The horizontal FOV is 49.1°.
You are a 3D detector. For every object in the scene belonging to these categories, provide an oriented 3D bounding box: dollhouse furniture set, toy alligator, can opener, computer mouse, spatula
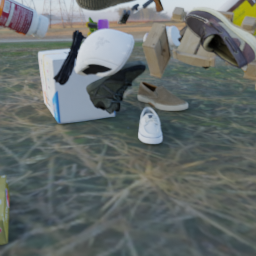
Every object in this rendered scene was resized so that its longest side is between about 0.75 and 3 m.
[{"bbox_3d":[2.024,-1.951,7.086,2.837,1.256,1.471,18,71,23],"label":"dollhouse furniture set"},{"bbox_3d":[-1.416,-3.897,11.861,0.381,1.587,0.526,0,14,37],"label":"toy alligator"},{"bbox_3d":[-0.193,-4.957,12.399,0.375,0.470,1.406,1,-2,-12],"label":"can opener"},{"bbox_3d":[-0.493,-0.951,3.486,0.341,0.853,1.555,33,-13,-33],"label":"computer mouse"},{"bbox_3d":[-0.610,-1.981,5.479,0.107,0.295,1.043,-11,25,-22],"label":"spatula"},{"bbox_3d":[0.575,-4.729,10.681,1.006,0.336,0.268,-31,26,18],"label":"can opener"}]

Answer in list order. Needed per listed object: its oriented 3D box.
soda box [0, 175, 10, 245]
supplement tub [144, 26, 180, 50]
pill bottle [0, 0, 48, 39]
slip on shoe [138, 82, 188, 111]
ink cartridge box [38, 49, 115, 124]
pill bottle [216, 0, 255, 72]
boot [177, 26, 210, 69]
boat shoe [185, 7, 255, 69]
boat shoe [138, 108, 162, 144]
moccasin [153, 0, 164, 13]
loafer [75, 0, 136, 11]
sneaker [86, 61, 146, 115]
[{"bbox_3d":[-2.205,1.321,4.578,0.432,0.457,1.349,-7,22,-18],"label":"soda box"},{"bbox_3d":[1.311,-3.380,10.829,1.213,0.882,0.882,-6,14,39],"label":"supplement tub"},{"bbox_3d":[-1.651,-1.661,4.253,0.784,0.430,0.430,13,9,-40],"label":"pill bottle"},{"bbox_3d":[1.262,-1.233,10.715,0.907,0.723,2.385,-15,26,-33],"label":"slip on shoe"},{"bbox_3d":[-1.873,-1.613,9.878,1.997,2.032,2.761,-10,23,-23],"label":"ink cartridge box"},{"bbox_3d":[3.610,-2.531,8.027,1.462,2.676,1.462,-41,5,5],"label":"pill bottle"},{"bbox_3d":[2.182,-2.501,9.056,0.557,1.401,1.610,-32,-4,14],"label":"boot"},{"bbox_3d":[1.620,-1.682,5.199,0.558,0.619,1.722,-37,60,-11],"label":"boat shoe"},{"bbox_3d":[0.590,-0.113,8.039,0.670,0.595,1.820,-2,22,-5],"label":"boat shoe"},{"bbox_3d":[0.974,-4.212,9.141,0.319,0.826,0.302,-4,28,31],"label":"moccasin"},{"bbox_3d":[-0.701,-4.659,9.921,2.333,0.883,0.797,-4,24,4],"label":"loafer"},{"bbox_3d":[-0.119,-0.543,4.022,0.985,0.564,0.376,-27,-18,18],"label":"sneaker"}]
